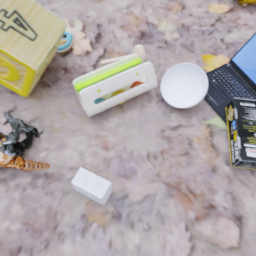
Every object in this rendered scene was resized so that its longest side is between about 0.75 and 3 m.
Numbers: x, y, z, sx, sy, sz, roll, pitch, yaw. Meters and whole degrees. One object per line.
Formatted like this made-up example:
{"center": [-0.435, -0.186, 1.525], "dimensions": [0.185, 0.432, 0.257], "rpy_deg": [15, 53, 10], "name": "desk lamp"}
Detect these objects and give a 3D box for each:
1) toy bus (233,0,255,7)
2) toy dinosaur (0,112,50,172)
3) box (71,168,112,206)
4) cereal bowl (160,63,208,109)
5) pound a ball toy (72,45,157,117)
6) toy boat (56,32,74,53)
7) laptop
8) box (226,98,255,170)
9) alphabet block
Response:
{"center": [5.006, -5.649, 11.861], "dimensions": [1.667, 0.913, 1.766], "rpy_deg": [-18, 25, -41], "name": "toy bus"}
{"center": [-3.529, 0.622, 8.549], "dimensions": [2.607, 1.331, 1.769], "rpy_deg": [26, 78, -7], "name": "toy dinosaur"}
{"center": [-1.011, 1.678, 7.997], "dimensions": [0.995, 0.758, 0.529], "rpy_deg": [24, 64, 13], "name": "box"}
{"center": [1.934, -1.373, 9.555], "dimensions": [1.563, 0.651, 1.563], "rpy_deg": [-3, 81, 19], "name": "cereal bowl"}
{"center": [-0.351, -1.611, 9.693], "dimensions": [2.950, 1.253, 1.923], "rpy_deg": [-25, 35, -10], "name": "pound a ball toy"}
{"center": [-2.755, -3.388, 10.839], "dimensions": [1.196, 0.556, 1.005], "rpy_deg": [11, 63, 5], "name": "toy boat"}
{"center": [3.973, -1.667, 9.451], "dimensions": [2.666, 1.377, 2.363], "rpy_deg": [-26, 64, -14], "name": "laptop"}
{"center": [4.552, 0.260, 8.707], "dimensions": [2.739, 0.676, 2.187], "rpy_deg": [6, 64, -2], "name": "box"}
{"center": [-3.637, -2.744, 9.197], "dimensions": [2.192, 2.180, 2.232], "rpy_deg": [29, 61, -14], "name": "alphabet block"}
